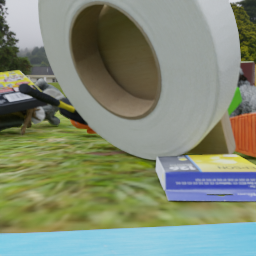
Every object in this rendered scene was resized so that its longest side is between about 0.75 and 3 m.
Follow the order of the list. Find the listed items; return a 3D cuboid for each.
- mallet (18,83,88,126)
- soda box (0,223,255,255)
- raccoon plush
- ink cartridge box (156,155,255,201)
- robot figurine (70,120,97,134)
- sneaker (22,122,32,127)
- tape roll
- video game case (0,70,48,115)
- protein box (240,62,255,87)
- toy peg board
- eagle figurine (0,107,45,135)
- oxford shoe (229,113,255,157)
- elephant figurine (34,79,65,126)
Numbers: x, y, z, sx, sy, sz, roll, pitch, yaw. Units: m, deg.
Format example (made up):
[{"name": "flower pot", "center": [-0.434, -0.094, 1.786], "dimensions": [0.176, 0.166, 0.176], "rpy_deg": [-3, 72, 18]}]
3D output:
[{"name": "mallet", "center": [-0.983, -0.336, 4.248], "dimensions": [0.591, 0.369, 1.795], "rpy_deg": [23, -1, 8]}, {"name": "soda box", "center": [-0.255, 0.508, 0.302], "dimensions": [1.749, 0.561, 0.593], "rpy_deg": [0, 7, -5]}, {"name": "raccoon plush", "center": [2.125, -0.570, 4.861], "dimensions": [0.750, 1.549, 1.038], "rpy_deg": [-28, -12, -6]}, {"name": "ink cartridge box", "center": [0.751, 0.431, 2.624], "dimensions": [0.900, 0.214, 0.910], "rpy_deg": [0, 5, -1]}, {"name": "robot figurine", "center": [-0.789, -0.256, 5.722], "dimensions": [0.979, 0.571, 0.704], "rpy_deg": [2, -24, 29]}, {"name": "sneaker", "center": [-3.025, -0.512, 7.610], "dimensions": [1.145, 0.431, 0.507], "rpy_deg": [35, 42, -1]}, {"name": "tape roll", "center": [-0.052, -0.794, 3.249], "dimensions": [2.595, 2.595, 0.474], "rpy_deg": [6, 35, 44]}, {"name": "video game case", "center": [-2.800, -0.700, 5.701], "dimensions": [1.786, 0.228, 1.614], "rpy_deg": [-17, 39, -34]}, {"name": "protein box", "center": [2.093, -0.797, 7.339], "dimensions": [2.282, 1.540, 2.266], "rpy_deg": [3, 7, 27]}, {"name": "toy peg board", "center": [0.460, -0.838, 4.004], "dimensions": [2.124, 2.116, 1.039], "rpy_deg": [5, 36, 46]}, {"name": "eagle figurine", "center": [-2.678, -0.455, 6.348], "dimensions": [1.333, 1.006, 1.011], "rpy_deg": [7, 35, 23]}, {"name": "oxford shoe", "center": [2.059, 0.148, 3.813], "dimensions": [1.685, 0.601, 0.614], "rpy_deg": [4, -6, 16]}, {"name": "elephant figurine", "center": [-2.197, -0.544, 7.466], "dimensions": [1.202, 1.097, 1.550], "rpy_deg": [-30, 38, -6]}]
